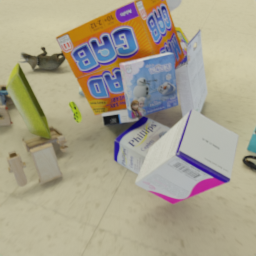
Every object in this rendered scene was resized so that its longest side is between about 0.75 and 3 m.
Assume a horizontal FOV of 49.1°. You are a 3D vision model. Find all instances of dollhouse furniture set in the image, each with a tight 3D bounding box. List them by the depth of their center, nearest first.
[{"bbox_3d":[-2.735,0.827,8.424,1.719,0.984,2.016,-19,20,-23],"label":"dollhouse furniture set"},{"bbox_3d":[-4.852,-1.351,9.525,1.560,2.226,1.569,-4,40,-5],"label":"dollhouse furniture set"}]

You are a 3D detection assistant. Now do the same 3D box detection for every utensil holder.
[{"bbox_3d":[1.426,-5.339,11.834,1.175,1.175,1.383,-21,10,-24],"label":"utensil holder"}]

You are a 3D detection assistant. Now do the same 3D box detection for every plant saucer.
[{"bbox_3d":[-3.143,-0.807,8.673,0.512,2.137,2.140,-25,26,-11],"label":"plant saucer"}]

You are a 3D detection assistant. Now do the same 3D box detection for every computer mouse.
[{"bbox_3d":[4.043,1.453,7.707,0.629,0.365,2.146,-36,42,-4],"label":"computer mouse"}]

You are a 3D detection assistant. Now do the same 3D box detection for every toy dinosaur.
[{"bbox_3d":[-3.580,-3.047,12.808,2.450,0.943,1.253,8,53,2],"label":"toy dinosaur"}]

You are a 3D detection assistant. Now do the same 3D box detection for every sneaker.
[{"bbox_3d":[-1.661,-0.507,9.009,0.280,0.316,0.755,-24,78,5],"label":"sneaker"}]

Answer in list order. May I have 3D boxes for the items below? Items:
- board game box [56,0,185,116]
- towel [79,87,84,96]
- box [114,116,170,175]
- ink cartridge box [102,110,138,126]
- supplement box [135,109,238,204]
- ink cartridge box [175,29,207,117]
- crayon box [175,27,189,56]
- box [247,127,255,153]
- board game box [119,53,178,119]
[{"bbox_3d":[-0.013,-2.509,9.350,2.809,2.807,2.807,-11,26,30],"label":"board game box"},{"bbox_3d":[-1.496,-1.611,11.370,0.944,0.227,0.808,3,42,-3],"label":"towel"},{"bbox_3d":[0.640,0.608,8.254,1.624,0.852,1.493,26,46,28],"label":"box"},{"bbox_3d":[-0.286,-0.343,9.150,1.055,0.416,2.122,-10,3,-2],"label":"ink cartridge box"},{"bbox_3d":[1.164,0.749,6.080,1.117,2.206,1.140,29,57,-6],"label":"supplement box"},{"bbox_3d":[2.138,-1.814,9.395,0.502,2.471,2.466,-1,27,25],"label":"ink cartridge box"},{"bbox_3d":[2.079,-3.354,12.083,1.760,0.595,2.040,-20,78,-43],"label":"crayon box"},{"bbox_3d":[5.247,0.619,8.339,2.933,0.721,1.207,23,45,25],"label":"box"},{"bbox_3d":[0.602,-1.136,7.540,1.482,1.475,0.321,-18,22,-19],"label":"board game box"}]
